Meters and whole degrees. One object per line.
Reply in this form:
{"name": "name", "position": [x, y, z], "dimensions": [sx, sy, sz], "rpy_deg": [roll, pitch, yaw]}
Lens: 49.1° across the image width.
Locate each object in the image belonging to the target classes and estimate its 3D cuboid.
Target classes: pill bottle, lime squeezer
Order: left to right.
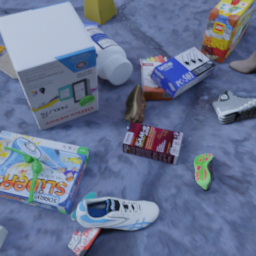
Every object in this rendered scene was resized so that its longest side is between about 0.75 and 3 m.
{"name": "lime squeezer", "position": [-2.700, 1.034, 7.538], "dimensions": [0.699, 0.373, 1.978], "rpy_deg": [-43, 60, 7]}
{"name": "pill bottle", "position": [-0.895, -2.631, 10.336], "dimensions": [1.301, 1.301, 2.345], "rpy_deg": [-29, 58, -21]}

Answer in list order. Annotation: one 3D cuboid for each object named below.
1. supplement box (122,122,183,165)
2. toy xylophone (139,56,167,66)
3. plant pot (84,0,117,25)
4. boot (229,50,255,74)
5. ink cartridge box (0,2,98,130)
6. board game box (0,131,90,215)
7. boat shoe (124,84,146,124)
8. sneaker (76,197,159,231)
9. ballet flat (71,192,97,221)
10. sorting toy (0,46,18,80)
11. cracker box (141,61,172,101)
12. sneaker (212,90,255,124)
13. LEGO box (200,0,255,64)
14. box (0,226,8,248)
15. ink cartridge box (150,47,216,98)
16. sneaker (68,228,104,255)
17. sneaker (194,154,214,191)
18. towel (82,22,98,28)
{"name": "supplement box", "position": [0.736, 0.448, 8.437], "dimensions": [1.649, 0.502, 0.897], "rpy_deg": [12, 53, 10]}
{"name": "toy xylophone", "position": [1.003, -2.421, 10.829], "dimensions": [1.091, 0.274, 0.799], "rpy_deg": [-12, 54, -9]}
{"name": "plant pot", "position": [-1.329, -5.615, 12.689], "dimensions": [1.131, 1.157, 1.123], "rpy_deg": [32, 66, 23]}
{"name": "boot", "position": [4.756, -2.593, 10.353], "dimensions": [1.683, 1.231, 0.591], "rpy_deg": [13, 53, 10]}
{"name": "ink cartridge box", "position": [-2.259, -1.760, 8.520], "dimensions": [2.108, 2.873, 2.098], "rpy_deg": [-22, 64, -15]}
{"name": "board game box", "position": [-2.678, 1.179, 7.873], "dimensions": [2.770, 0.477, 1.875], "rpy_deg": [10, 53, 8]}
{"name": "boat shoe", "position": [0.294, -0.784, 9.420], "dimensions": [0.586, 0.625, 1.736], "rpy_deg": [29, 41, -19]}
{"name": "sneaker", "position": [-0.197, 2.067, 6.896], "dimensions": [2.115, 0.766, 0.760], "rpy_deg": [3, 47, -16]}
{"name": "ballet flat", "position": [-1.137, 2.042, 7.285], "dimensions": [0.314, 0.314, 0.874], "rpy_deg": [36, 72, 25]}
{"name": "sorting toy", "position": [-4.201, -2.570, 10.819], "dimensions": [2.738, 0.373, 1.542], "rpy_deg": [33, 66, 22]}
{"name": "cracker box", "position": [1.023, -1.716, 10.096], "dimensions": [1.030, 0.444, 1.538], "rpy_deg": [2, 53, -5]}
{"name": "sneaker", "position": [3.798, -0.920, 9.366], "dimensions": [2.047, 0.768, 1.182], "rpy_deg": [-13, 51, -9]}
{"name": "LEGO box", "position": [4.033, -4.153, 11.115], "dimensions": [1.010, 1.950, 2.618], "rpy_deg": [29, 58, 20]}
{"name": "box", "position": [-3.608, 2.575, 6.803], "dimensions": [1.145, 0.445, 0.544], "rpy_deg": [9, 52, 8]}
{"name": "ink cartridge box", "position": [1.991, -2.011, 9.937], "dimensions": [2.416, 0.534, 1.136], "rpy_deg": [-33, 71, -35]}
{"name": "sneaker", "position": [-1.020, 2.604, 6.856], "dimensions": [0.530, 0.330, 0.989], "rpy_deg": [29, 60, 17]}
{"name": "sneaker", "position": [2.141, 1.223, 7.871], "dimensions": [0.528, 0.576, 1.376], "rpy_deg": [-8, 30, 28]}
{"name": "towel", "position": [-1.828, -4.354, 12.438], "dimensions": [0.795, 0.131, 1.098], "rpy_deg": [9, 53, 8]}
